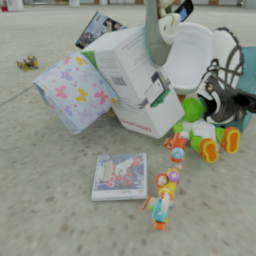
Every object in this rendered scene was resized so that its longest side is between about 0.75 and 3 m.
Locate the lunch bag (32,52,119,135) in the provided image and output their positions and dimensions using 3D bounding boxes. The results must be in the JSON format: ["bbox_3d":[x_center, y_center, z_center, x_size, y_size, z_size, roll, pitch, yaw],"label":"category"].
[{"bbox_3d":[-1.389,-0.941,7.386,1.475,1.740,1.106,-44,14,-21],"label":"lunch bag"}]

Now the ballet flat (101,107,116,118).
[{"bbox_3d":[-1.115,-0.809,8.528,1.811,0.614,0.682,26,-2,-3],"label":"ballet flat"}]

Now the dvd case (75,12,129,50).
[{"bbox_3d":[-0.713,-3.477,11.333,2.415,1.723,0.212,31,-6,9],"label":"dvd case"}]

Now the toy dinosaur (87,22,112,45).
[{"bbox_3d":[-1.047,-2.913,9.459,0.404,1.701,0.750,42,-3,0],"label":"toy dinosaur"}]

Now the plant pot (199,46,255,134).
[{"bbox_3d":[3.220,-1.176,9.152,1.898,1.899,2.687,5,42,21],"label":"plant pot"}]

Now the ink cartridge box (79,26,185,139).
[{"bbox_3d":[0.113,-1.191,7.631,1.127,2.674,1.953,-42,30,-19],"label":"ink cartridge box"}]

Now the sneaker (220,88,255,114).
[{"bbox_3d":[2.849,-0.557,6.435,1.374,0.522,0.623,8,13,-3],"label":"sneaker"}]

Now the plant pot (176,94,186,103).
[{"bbox_3d":[1.608,-1.998,10.255,2.004,1.403,2.004,34,25,-19],"label":"plant pot"}]

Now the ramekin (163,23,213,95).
[{"bbox_3d":[1.603,-1.898,8.063,1.955,1.955,0.953,2,-11,4],"label":"ramekin"}]

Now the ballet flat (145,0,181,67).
[{"bbox_3d":[0.773,-2.604,6.189,0.766,2.405,0.811,2,14,43],"label":"ballet flat"}]

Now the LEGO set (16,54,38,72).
[{"bbox_3d":[-5.403,-3.547,14.935,1.034,0.779,1.344,-14,31,-25],"label":"LEGO set"}]

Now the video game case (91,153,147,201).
[{"bbox_3d":[-0.169,1.089,6.415,1.188,0.150,1.304,-4,37,5],"label":"video game case"}]

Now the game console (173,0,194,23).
[{"bbox_3d":[1.018,-2.789,8.101,0.271,2.248,1.326,47,10,15],"label":"game console"}]

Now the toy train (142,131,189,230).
[{"bbox_3d":[0.703,0.959,5.438,0.525,1.417,1.887,13,44,16],"label":"toy train"}]

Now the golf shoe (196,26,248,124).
[{"bbox_3d":[2.240,-1.265,6.992,1.148,2.430,0.945,-11,4,-7],"label":"golf shoe"}]

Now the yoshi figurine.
[{"bbox_3d":[1.892,-0.120,7.498,1.296,1.291,2.305,24,13,-21],"label":"yoshi figurine"}]
